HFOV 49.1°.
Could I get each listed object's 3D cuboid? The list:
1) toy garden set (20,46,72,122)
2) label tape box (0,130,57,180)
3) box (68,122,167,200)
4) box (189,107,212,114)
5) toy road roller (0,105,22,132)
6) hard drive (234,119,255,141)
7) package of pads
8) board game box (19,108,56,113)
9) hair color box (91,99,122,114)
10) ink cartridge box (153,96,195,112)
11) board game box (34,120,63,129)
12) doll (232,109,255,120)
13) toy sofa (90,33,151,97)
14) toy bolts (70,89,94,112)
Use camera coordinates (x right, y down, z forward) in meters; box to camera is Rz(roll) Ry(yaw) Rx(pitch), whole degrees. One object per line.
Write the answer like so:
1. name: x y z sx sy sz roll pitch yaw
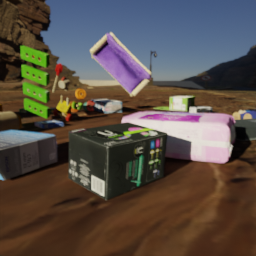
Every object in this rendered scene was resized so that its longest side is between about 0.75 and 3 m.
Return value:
1. toy garden set: -3.172 -1.667 11.278 2.312 2.773 0.553 22 35 17
2. label tape box: -2.497 0.516 5.222 1.372 0.633 1.914 5 13 29
3. box: -0.157 0.459 4.653 1.004 0.840 1.352 16 19 42
4. box: 3.733 -0.893 14.368 1.015 0.305 0.592 -3 10 -21
5. toy road roller: -4.467 -0.538 8.693 2.063 1.506 1.268 4 11 24
6. hard drive: 4.067 -0.003 8.874 2.373 0.390 1.656 -3 10 -19
7. package of pads: 1.174 0.138 6.485 2.422 0.916 1.459 4 11 24
8. board game box: -4.583 -0.951 14.972 2.090 0.245 1.095 2 12 9
9. hair color box: -1.215 -1.186 15.178 0.998 0.604 1.995 -5 11 -27
10. ink cartridge box: 2.657 -1.442 16.217 2.024 0.767 1.496 6 11 28
11. board game box: -2.918 -0.134 10.321 0.778 0.169 0.775 -8 12 -40
12. doll: 5.044 -0.454 11.010 2.339 0.567 1.596 -7 14 -35
13. toy sofa: -0.188 -1.565 7.056 0.657 1.586 0.774 -45 3 -5
14. toy bolts: -2.530 -1.364 15.066 1.318 1.259 0.914 16 -11 -34
